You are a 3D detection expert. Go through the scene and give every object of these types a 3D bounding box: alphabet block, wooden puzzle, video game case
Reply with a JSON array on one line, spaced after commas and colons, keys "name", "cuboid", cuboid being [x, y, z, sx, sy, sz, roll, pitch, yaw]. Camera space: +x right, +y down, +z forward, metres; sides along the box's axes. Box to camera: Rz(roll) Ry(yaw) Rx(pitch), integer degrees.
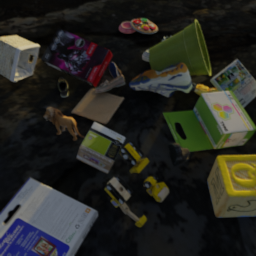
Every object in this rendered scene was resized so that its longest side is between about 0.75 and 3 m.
[{"name": "alphabet block", "cuboid": [3.107, 1.662, 7.951, 1.300, 1.331, 1.307, -3, 50, -1]}, {"name": "wooden puzzle", "cuboid": [-1.157, -0.834, 10.841, 1.620, 0.302, 1.499, 16, 51, 20]}, {"name": "video game case", "cuboid": [4.321, -1.690, 11.123, 1.795, 0.197, 1.636, -36, 86, -26]}]

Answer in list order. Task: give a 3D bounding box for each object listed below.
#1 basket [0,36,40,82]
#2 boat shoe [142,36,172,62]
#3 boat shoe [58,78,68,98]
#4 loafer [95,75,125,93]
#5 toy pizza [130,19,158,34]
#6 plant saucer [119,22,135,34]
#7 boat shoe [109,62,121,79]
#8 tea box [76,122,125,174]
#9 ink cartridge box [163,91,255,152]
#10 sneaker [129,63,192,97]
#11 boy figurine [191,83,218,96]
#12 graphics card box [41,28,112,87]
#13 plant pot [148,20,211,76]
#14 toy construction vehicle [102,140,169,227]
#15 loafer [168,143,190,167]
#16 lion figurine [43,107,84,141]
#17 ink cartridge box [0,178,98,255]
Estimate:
[{"name": "basket", "cuboid": [-4.582, -2.846, 11.368, 1.168, 1.439, 1.452, 26, 27, 3]}, {"name": "boat shoe", "cuboid": [1.908, -3.711, 12.737, 2.776, 0.988, 0.968, -16, 41, -17]}, {"name": "boat shoe", "cuboid": [-2.685, -1.746, 11.554, 0.406, 0.343, 1.140, -13, 50, -11]}, {"name": "loafer", "cuboid": [-0.749, -1.773, 11.192, 1.335, 0.420, 0.480, -22, 26, -23]}, {"name": "toy pizza", "cuboid": [0.842, -5.343, 14.558, 1.470, 0.233, 1.470, 8, 46, -8]}, {"name": "plant saucer", "cuboid": [-0.019, -5.293, 14.691, 0.942, 0.239, 0.942, 0, 49, 0]}, {"name": "boat shoe", "cuboid": [-0.490, -2.292, 11.787, 0.364, 1.009, 0.365, -16, 8, 36]}, {"name": "tea box", "cuboid": [-0.853, 0.631, 8.771, 1.125, 0.751, 1.106, 27, 53, -1]}, {"name": "ink cartridge box", "cuboid": [2.705, -0.232, 9.522, 2.479, 0.939, 1.832, -6, 54, -18]}, {"name": "sneaker", "cuboid": [1.202, -1.623, 10.878, 2.645, 1.166, 0.996, -2, 39, 43]}, {"name": "boy figurine", "cuboid": [2.905, -1.559, 11.224, 1.420, 0.457, 0.883, 23, 29, 21]}, {"name": "graphics card box", "cuboid": [-2.130, -2.925, 11.648, 2.523, 0.642, 1.583, 26, 86, 11]}, {"name": "plant pot", "cuboid": [2.014, -2.886, 11.312, 2.116, 2.228, 2.228, -13, 45, 23]}, {"name": "toy construction vehicle", "cuboid": [0.136, 1.622, 8.188, 1.963, 0.691, 1.709, 47, 49, -2]}, {"name": "loafer", "cuboid": [1.536, 0.730, 8.312, 0.563, 1.558, 0.567, -19, 73, 3]}, {"name": "lion figurine", "cuboid": [-2.169, -0.183, 9.605, 1.569, 0.961, 0.569, 11, 31, 28]}, {"name": "ink cartridge box", "cuboid": [-2.401, 2.779, 7.552, 2.332, 0.548, 2.305, 20, 53, 19]}]
